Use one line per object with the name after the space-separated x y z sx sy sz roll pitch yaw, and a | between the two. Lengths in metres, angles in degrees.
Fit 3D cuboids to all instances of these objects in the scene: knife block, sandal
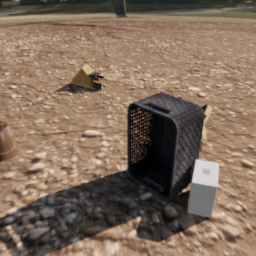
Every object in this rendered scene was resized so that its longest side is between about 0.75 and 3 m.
-2.209 -2.611 16.173 1.973 1.732 0.631 -37 -2 43 | knife block
2.640 0.274 10.323 2.594 0.853 0.951 -54 11 -29 | sandal

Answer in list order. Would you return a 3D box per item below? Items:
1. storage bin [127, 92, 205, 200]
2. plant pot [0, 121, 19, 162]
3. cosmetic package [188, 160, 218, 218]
1.007 0.493 8.108 1.230 2.624 1.774 -25 37 -37 | storage bin
-4.525 0.442 9.799 1.134 1.123 1.134 1 29 0 | plant pot
2.043 1.631 7.628 0.656 1.068 1.064 8 29 16 | cosmetic package
